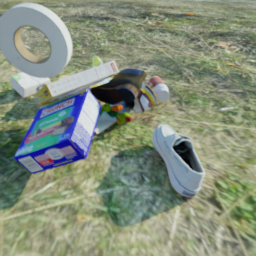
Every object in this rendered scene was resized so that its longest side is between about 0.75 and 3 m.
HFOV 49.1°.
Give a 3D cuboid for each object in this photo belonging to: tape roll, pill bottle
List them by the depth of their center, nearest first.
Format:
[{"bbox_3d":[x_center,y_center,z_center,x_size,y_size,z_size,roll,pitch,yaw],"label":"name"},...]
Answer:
[{"bbox_3d":[-3.667,-3.325,11.001,2.928,2.928,0.535,6,40,9],"label":"tape roll"},{"bbox_3d":[1.352,-1.735,12.625,0.758,0.758,1.351,-7,34,-11],"label":"pill bottle"}]

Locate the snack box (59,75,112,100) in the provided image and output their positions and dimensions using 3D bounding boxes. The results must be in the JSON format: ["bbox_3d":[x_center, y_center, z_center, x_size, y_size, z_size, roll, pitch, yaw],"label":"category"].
[{"bbox_3d":[-1.835,-1.775,12.384,2.441,0.647,1.736,1,24,-10],"label":"snack box"}]

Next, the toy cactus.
[{"bbox_3d":[-1.098,-0.597,10.727,2.390,1.222,1.972,-1,20,-2],"label":"toy cactus"}]

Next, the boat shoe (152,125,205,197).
[{"bbox_3d":[1.499,0.657,8.402,1.055,0.963,2.931,13,33,-15],"label":"boat shoe"}]

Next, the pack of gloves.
[{"bbox_3d":[-1.240,-0.974,11.643,2.458,0.577,2.925,23,39,30],"label":"pack of gloves"}]

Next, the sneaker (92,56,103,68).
[{"bbox_3d":[-1.527,-2.784,13.603,0.566,1.481,0.558,-13,1,-40],"label":"sneaker"}]

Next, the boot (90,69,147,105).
[{"bbox_3d":[-0.352,-1.538,10.366,2.389,0.893,1.158,7,52,43],"label":"boot"}]

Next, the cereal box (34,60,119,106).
[{"bbox_3d":[-1.799,-1.527,9.636,2.559,0.506,1.841,-28,9,-29],"label":"cereal box"}]

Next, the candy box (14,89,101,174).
[{"bbox_3d":[-2.080,0.053,8.680,2.034,0.926,2.405,-18,36,21],"label":"candy box"}]

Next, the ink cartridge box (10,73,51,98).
[{"bbox_3d":[-4.431,-2.193,13.156,1.041,0.598,1.777,41,45,17],"label":"ink cartridge box"}]

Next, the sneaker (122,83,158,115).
[{"bbox_3d":[0.125,-1.399,11.673,1.200,0.998,2.663,-32,31,-10],"label":"sneaker"}]
